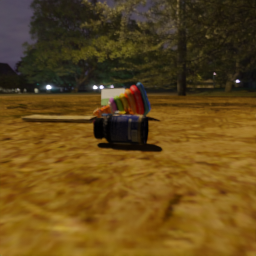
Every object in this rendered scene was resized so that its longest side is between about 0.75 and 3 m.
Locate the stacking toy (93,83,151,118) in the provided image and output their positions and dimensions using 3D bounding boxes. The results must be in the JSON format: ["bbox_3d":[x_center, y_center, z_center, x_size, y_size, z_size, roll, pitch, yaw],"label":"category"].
[{"bbox_3d":[-0.390,-1.018,13.070,2.616,1.436,1.518,-18,-10,-7],"label":"stacking toy"}]

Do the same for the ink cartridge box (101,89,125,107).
[{"bbox_3d":[-0.761,-1.371,15.200,1.355,0.774,2.611,-2,25,-4],"label":"ink cartridge box"}]

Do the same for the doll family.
[{"bbox_3d":[-0.379,-0.357,9.524,1.660,0.748,1.030,-5,11,-33],"label":"doll family"}]

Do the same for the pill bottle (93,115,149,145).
[{"bbox_3d":[-0.169,0.038,6.923,1.287,0.720,0.720,2,8,12],"label":"pill bottle"}]

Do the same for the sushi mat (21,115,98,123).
[{"bbox_3d":[-2.863,-0.410,11.911,2.961,0.179,1.417,1,8,9],"label":"sushi mat"}]
